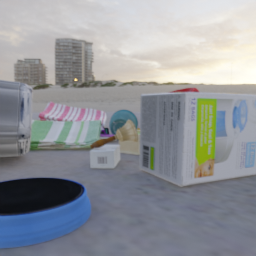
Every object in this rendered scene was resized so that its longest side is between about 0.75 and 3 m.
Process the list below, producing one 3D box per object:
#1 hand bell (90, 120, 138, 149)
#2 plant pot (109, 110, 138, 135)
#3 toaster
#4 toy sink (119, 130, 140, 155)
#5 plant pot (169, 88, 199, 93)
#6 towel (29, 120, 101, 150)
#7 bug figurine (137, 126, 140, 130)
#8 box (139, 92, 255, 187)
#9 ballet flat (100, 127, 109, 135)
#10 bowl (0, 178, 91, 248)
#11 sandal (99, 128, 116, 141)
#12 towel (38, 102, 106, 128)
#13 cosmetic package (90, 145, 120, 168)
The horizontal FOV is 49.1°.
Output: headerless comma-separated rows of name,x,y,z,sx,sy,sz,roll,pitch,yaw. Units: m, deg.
hand bell,-0.361,0.243,6.350,1.058,0.551,0.551,-20,11,-16
plant pot,-0.237,-0.072,11.154,1.172,1.172,1.101,1,12,7
toaster,-3.274,-0.205,6.534,1.913,1.683,2.962,1,-16,-21
toy sink,0.332,0.387,8.233,0.712,0.612,1.092,4,6,38
plant pot,1.553,-0.305,9.470,1.731,1.901,1.901,-6,1,31
towel,-2.316,0.139,9.247,2.775,0.325,2.116,-1,22,-3
bug figurine,0.642,0.159,12.419,1.465,0.377,1.136,4,11,13
box,1.811,0.094,5.770,2.863,1.611,1.451,-1,5,-28
ballet flat,-1.254,0.110,12.131,0.550,0.550,1.505,-3,5,-32
bowl,-1.268,0.940,3.471,1.602,0.314,1.602,0,5,0
sandal,-1.452,0.163,10.873,2.485,0.611,1.011,4,7,42
towel,-2.288,-0.559,12.060,2.707,0.405,1.981,7,18,-6
cosmetic package,-0.507,0.642,6.453,0.559,0.402,0.990,-1,6,4
